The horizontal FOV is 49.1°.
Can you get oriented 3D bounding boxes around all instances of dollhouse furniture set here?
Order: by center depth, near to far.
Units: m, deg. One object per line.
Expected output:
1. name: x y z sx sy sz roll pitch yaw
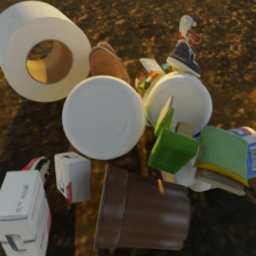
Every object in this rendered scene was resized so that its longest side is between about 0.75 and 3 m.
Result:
1. dollhouse furniture set: 1.631 0.306 5.613 2.150 1.079 1.409 20 58 -1

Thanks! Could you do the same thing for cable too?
1. cable: -3.086 -3.150 11.740 1.981 0.962 0.499 -3 6 19

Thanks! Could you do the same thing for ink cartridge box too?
1. ink cartridge box: -2.043 1.798 5.566 0.675 1.593 1.160 -1 37 -5
2. ink cartridge box: -1.299 1.116 6.522 0.524 0.904 1.224 -6 6 -29

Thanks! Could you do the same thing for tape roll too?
1. tape roll: -2.878 -2.539 9.377 2.831 2.831 1.944 -20 42 -21

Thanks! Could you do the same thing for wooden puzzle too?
1. wooden puzzle: 0.698 -1.529 9.183 1.532 0.179 1.034 -53 25 -7

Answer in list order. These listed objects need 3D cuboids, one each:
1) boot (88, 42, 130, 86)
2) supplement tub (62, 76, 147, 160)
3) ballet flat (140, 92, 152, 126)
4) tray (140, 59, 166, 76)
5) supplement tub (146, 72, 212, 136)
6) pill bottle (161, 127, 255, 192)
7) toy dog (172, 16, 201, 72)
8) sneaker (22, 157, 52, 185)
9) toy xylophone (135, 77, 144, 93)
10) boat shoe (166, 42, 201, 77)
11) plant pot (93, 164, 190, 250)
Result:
1. boot: -0.678 -2.103 9.172 1.000 2.846 2.081 -21 55 6
2. supplement tub: -0.441 -0.257 7.043 1.808 1.808 2.503 5 3 5
3. ballet flat: 0.655 -0.847 9.229 0.735 0.735 2.117 9 53 10
4. tray: 1.007 -2.442 11.231 0.718 0.148 1.338 -2 41 -23
5. supplement tub: 1.416 -0.730 7.881 1.618 1.618 2.232 8 16 8
6. pill bottle: 2.033 0.819 6.937 2.340 1.313 1.313 -11 44 -12
7. toy dog: 2.315 -2.992 10.454 1.012 2.101 1.385 8 27 -2
8. sneaker: -2.554 1.458 6.882 0.734 0.666 1.729 -4 41 40
9. toy xylophone: 0.842 -1.598 10.227 1.230 0.309 0.901 -3 50 -4
10. boat shoe: 1.815 -2.009 8.346 0.793 0.684 2.183 30 15 23
11. plant pot: 0.279 1.733 5.826 1.724 1.742 1.742 9 43 -2
